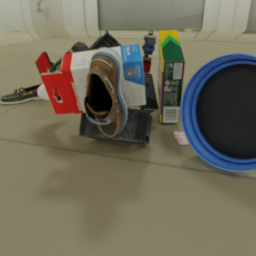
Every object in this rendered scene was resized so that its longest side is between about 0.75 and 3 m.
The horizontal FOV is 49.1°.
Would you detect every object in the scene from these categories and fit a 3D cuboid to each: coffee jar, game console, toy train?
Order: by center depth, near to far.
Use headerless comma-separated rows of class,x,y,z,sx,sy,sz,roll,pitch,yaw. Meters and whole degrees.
coffee jar,-1.738,-1.988,8.418,1.323,0.564,0.690,-35,16,24
game console,-2.452,-1.747,9.617,0.898,1.513,1.304,-24,1,-37
toy train,0.670,-2.441,10.951,0.458,2.688,0.616,4,42,-6

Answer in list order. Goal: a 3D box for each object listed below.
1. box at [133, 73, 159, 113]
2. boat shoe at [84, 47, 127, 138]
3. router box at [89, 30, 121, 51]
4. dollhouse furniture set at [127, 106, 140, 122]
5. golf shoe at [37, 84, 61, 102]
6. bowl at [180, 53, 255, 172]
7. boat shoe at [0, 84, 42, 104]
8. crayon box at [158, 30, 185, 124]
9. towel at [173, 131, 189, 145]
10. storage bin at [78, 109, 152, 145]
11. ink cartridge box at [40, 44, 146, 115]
box,0.390,-1.159,10.126,0.744,1.389,1.031,-2,-14,-38
boat shoe,-0.613,-0.565,6.507,0.898,2.486,0.900,13,48,17
router box,-0.640,-2.422,10.385,1.397,1.864,0.579,-40,28,18
dollhouse furniture set,-0.589,-0.880,9.006,1.973,1.097,1.745,-8,66,-25
golf shoe,-2.669,-1.495,11.998,2.557,0.963,1.170,-2,28,-2
bowl,2.673,-0.370,7.001,2.903,2.903,0.570,22,22,40
boat shoe,-4.611,-1.518,12.373,2.054,0.618,0.732,-17,30,-33
crayon box,1.446,-1.783,9.840,0.727,2.493,2.151,0,43,4
towel,1.850,0.300,8.984,0.651,0.133,0.889,-3,25,-5
storage bin,-0.338,-0.070,8.247,1.935,0.907,1.308,7,-4,12
ink cartridge box,-0.830,-1.208,7.293,2.462,1.431,0.828,-7,46,1
